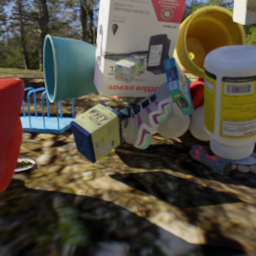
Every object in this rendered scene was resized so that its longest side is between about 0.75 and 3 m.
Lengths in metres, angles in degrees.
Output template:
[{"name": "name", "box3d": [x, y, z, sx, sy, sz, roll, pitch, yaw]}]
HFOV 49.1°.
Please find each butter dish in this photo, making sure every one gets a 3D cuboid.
[{"name": "butter dish", "box3d": [-3.276, 0.491, 5.846, 2.617, 1.940, 2.624, -4, 57, 7]}]

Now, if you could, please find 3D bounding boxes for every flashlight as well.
[{"name": "flashlight", "box3d": [2.118, 0.794, 7.179, 0.425, 0.424, 1.251, 0, 13, -28]}]

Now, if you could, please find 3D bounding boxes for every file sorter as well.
[{"name": "file sorter", "box3d": [-3.477, -0.756, 10.930, 2.437, 1.495, 1.691, 3, 16, 10]}]

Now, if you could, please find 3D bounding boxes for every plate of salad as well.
[{"name": "plate of salad", "box3d": [-2.807, 0.916, 7.150, 0.784, 0.188, 0.784, 0, 16, 0]}]

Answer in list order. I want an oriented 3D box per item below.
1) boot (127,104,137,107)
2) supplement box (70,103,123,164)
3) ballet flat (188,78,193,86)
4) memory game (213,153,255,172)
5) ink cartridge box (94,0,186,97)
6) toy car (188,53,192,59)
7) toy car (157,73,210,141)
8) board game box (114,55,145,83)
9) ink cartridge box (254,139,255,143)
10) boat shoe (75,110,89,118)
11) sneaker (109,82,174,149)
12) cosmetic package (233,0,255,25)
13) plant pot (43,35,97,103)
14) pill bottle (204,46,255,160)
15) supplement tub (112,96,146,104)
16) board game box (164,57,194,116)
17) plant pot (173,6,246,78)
[{"name": "boot", "box3d": [0.948, -1.029, 13.217, 2.000, 0.764, 1.681, -18, 28, 6]}, {"name": "supplement box", "box3d": [-0.734, 0.119, 6.803, 1.004, 1.005, 0.675, -36, 52, -30]}, {"name": "ballet flat", "box3d": [3.313, -1.925, 15.073, 2.917, 1.047, 1.047, 24, 3, -27]}, {"name": "memory game", "box3d": [3.037, 0.876, 7.487, 1.479, 0.094, 1.479, 0, 16, 0]}, {"name": "ink cartridge box", "box3d": [0.210, -2.390, 8.098, 2.084, 2.879, 1.214, -1, 30, -17]}, {"name": "toy car", "box3d": [2.564, -3.010, 11.693, 0.662, 0.690, 0.840, -14, 54, -26]}, {"name": "toy car", "box3d": [1.972, -0.844, 9.830, 2.844, 2.132, 2.489, 4, 15, -7]}, {"name": "board game box", "box3d": [0.047, -1.541, 7.252, 0.436, 0.428, 0.832, 19, 37, 23]}, {"name": "ink cartridge box", "box3d": [3.703, 0.295, 9.116, 1.535, 0.285, 0.727, -7, 18, -44]}, {"name": "boat shoe", "box3d": [-0.712, 0.167, 8.519, 2.060, 0.738, 0.784, 20, 39, -42]}, {"name": "sneaker", "box3d": [0.224, -0.460, 7.829, 1.557, 2.226, 0.865, 18, 25, -19]}, {"name": "cosmetic package", "box3d": [3.456, -4.029, 6.745, 1.422, 2.746, 1.004, -4, 26, 5]}, {"name": "plant pot", "box3d": [-1.663, -1.954, 9.440, 1.986, 2.114, 2.114, -5, 15, -25]}, {"name": "pill bottle", "box3d": [2.656, -0.562, 7.006, 1.486, 2.643, 1.486, -6, 33, 4]}, {"name": "supplement tub", "box3d": [0.710, -1.800, 11.217, 2.790, 1.709, 1.709, -2, 14, -30]}, {"name": "board game box", "box3d": [1.352, -1.051, 7.354, 0.310, 0.996, 1.320, -16, -30, 22]}, {"name": "plant pot", "box3d": [2.330, -2.536, 9.018, 2.041, 2.041, 1.920, -3, 2, -12]}]
